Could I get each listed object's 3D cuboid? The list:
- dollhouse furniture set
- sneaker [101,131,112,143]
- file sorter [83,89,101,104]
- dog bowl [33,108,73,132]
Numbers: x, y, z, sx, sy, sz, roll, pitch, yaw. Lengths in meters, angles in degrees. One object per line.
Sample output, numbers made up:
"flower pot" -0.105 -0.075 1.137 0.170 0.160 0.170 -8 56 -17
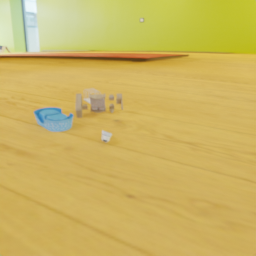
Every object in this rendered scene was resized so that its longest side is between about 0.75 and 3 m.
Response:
"dollhouse furniture set" -1.257 -0.882 12.393 2.004 1.039 0.887 -2 59 -5
"sneaker" -0.777 0.304 9.538 0.363 0.352 0.995 19 -1 2
"file sorter" -1.889 -1.686 14.775 0.663 0.595 0.955 -11 23 -27
"dog bowl" -2.968 -0.341 11.146 1.127 0.501 2.022 -16 24 -37
